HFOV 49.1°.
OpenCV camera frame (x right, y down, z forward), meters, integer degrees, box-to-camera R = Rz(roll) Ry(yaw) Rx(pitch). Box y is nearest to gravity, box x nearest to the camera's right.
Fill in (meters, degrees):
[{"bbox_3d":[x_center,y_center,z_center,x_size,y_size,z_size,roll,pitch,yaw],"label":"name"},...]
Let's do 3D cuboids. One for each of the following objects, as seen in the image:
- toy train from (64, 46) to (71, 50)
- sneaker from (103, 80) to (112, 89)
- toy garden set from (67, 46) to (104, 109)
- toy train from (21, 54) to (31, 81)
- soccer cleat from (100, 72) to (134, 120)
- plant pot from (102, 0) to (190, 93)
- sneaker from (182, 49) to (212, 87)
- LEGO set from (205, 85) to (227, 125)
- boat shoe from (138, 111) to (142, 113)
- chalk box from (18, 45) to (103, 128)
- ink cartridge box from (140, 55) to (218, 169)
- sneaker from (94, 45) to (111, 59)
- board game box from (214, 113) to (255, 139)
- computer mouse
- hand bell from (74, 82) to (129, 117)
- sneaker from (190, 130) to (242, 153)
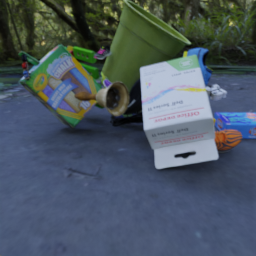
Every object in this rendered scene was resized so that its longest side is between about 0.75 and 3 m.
[{"bbox_3d":[-2.879,-3.204,12.054,0.341,0.461,1.635,33,32,3],"label":"toy train"},{"bbox_3d":[-0.404,-1.411,9.619,0.980,0.409,0.395,32,31,10],"label":"sneaker"},{"bbox_3d":[-1.823,-2.231,11.721,2.069,2.482,0.495,25,47,36],"label":"toy garden set"},{"bbox_3d":[-3.188,-1.895,8.701,0.171,1.004,0.230,-18,-24,2],"label":"toy train"},{"bbox_3d":[-0.410,-1.457,11.684,1.079,2.579,0.834,-22,-15,23],"label":"soccer cleat"},{"bbox_3d":[0.362,-2.688,10.118,2.734,2.596,2.734,28,25,-14],"label":"plant pot"},{"bbox_3d":[2.218,-1.447,8.937,0.879,2.241,0.739,-1,-6,26],"label":"sneaker"},{"bbox_3d":[2.488,-0.590,10.046,2.839,1.083,1.165,-18,40,-27],"label":"LEGO set"},{"bbox_3d":[0.919,-1.143,11.230,1.867,0.673,0.662,-36,-29,27],"label":"boat shoe"},{"bbox_3d":[-2.584,-1.677,9.964,1.799,2.906,1.808,-48,25,-12],"label":"chalk box"},{"bbox_3d":[1.298,-0.498,7.531,1.724,0.991,2.944,-12,52,12],"label":"ink cartridge box"},{"bbox_3d":[-0.864,-2.556,9.394,0.308,0.365,0.835,24,40,25],"label":"sneaker"},{"bbox_3d":[4.603,-0.111,10.389,2.396,0.539,1.822,1,16,3],"label":"board game box"},{"bbox_3d":[0.610,-0.815,10.046,1.821,2.594,0.597,-10,59,-39],"label":"computer mouse"},{"bbox_3d":[-0.999,-0.954,8.654,1.923,1.001,1.001,10,19,41],"label":"hand bell"},{"bbox_3d":[2.469,0.334,7.956,1.680,0.652,0.941,-13,-20,3],"label":"sneaker"}]
